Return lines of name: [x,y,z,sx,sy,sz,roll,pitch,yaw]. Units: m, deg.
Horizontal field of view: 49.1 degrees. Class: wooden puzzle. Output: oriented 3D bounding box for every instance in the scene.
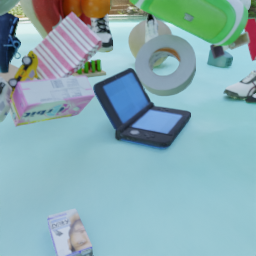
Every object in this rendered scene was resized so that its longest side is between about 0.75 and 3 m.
wooden puzzle: [-4.640,-2.068,11.247,1.679,0.338,1.814,24,24,-8]

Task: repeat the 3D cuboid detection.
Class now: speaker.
speaker: [1.188,-2.463,5.529,2.299,1.017,1.017,19,20,-18]

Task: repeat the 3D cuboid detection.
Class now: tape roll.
tape roll: [0.809,-1.344,6.050,1.273,1.273,0.421,7,-11,15]

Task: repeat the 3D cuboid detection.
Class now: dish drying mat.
dish drying mat: [3.453,-2.431,7.714,0.432,1.125,0.102,-17,7,-18]

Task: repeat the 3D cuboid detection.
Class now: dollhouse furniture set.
dollhouse furniture set: [2.412,-2.105,6.342,0.950,0.753,0.674,-23,13,-10]

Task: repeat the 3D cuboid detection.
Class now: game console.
game console: [0.500,-0.667,7.543,1.997,1.384,2.339,11,27,24]

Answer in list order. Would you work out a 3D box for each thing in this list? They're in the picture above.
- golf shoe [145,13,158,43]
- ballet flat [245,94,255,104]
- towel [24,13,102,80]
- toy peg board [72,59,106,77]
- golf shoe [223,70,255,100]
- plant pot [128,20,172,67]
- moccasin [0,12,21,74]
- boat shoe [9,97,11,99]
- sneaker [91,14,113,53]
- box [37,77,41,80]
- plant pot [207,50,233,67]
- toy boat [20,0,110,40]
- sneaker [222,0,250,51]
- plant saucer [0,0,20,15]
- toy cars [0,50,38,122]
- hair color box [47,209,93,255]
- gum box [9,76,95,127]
golf shoe: [0.786,-3.350,9.765,0.561,0.697,1.434,-10,60,11]
ballet flat: [4.609,-1.043,9.538,1.157,0.396,0.393,1,26,3]
towel: [-1.205,-1.410,5.113,0.942,1.288,0.193,46,-2,17]
toy peg board: [-1.983,-2.924,13.263,1.462,0.715,1.456,-11,27,-24]
golf shoe: [4.387,-1.621,10.164,2.191,0.965,0.846,-13,28,-23]
plant pot: [1.206,-4.077,14.366,2.336,2.336,1.568,-1,50,-3]
moccasin: [-2.954,-2.161,6.951,0.579,1.698,0.683,1,-14,-24]
boat shoe: [-4.995,-1.508,10.109,2.408,0.758,0.878,22,33,40]
sneaker: [-1.012,-3.432,9.055,0.857,0.993,2.266,-9,58,-22]
box: [-3.182,-1.873,10.939,0.898,0.735,0.387,12,26,23]
plant pot: [4.927,-3.636,14.818,0.786,0.786,1.112,-13,34,-27]
toy boat: [-1.384,-3.147,7.192,1.869,1.866,2.859,4,-9,5]
sneaker: [3.461,-3.711,9.779,0.858,1.940,0.730,12,14,-37]
plant saucer: [-1.893,-2.017,3.790,0.463,1.847,1.847,48,36,2]
toy cars: [-1.799,-0.555,4.423,0.398,0.806,1.798,29,39,-9]
hair color box: [-0.851,1.558,4.019,0.456,0.270,0.834,-11,28,-23]
gum box: [-1.242,-0.465,4.691,1.273,0.421,0.722,-15,-16,-40]
